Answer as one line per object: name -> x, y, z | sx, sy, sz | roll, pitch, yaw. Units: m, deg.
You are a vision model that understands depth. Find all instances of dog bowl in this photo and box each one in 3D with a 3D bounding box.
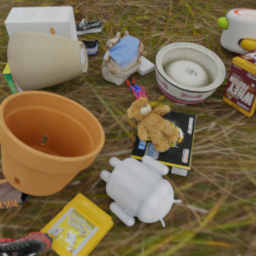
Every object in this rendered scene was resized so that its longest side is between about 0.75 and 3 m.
dog bowl -> 2.463, -2.232, 11.693 | 2.896, 1.068, 2.896 | 4, 54, -5

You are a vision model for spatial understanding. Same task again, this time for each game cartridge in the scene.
game cartridge -> -1.430, 2.809, 7.854 | 1.443, 0.266, 1.637 | 30, 55, 24

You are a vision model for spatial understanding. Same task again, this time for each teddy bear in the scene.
teddy bear -> 0.835, -0.124, 8.954 | 1.373, 0.632, 1.893 | -23, 93, -2

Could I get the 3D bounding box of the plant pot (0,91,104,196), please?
plant pot -> -2.433, 0.571, 8.226 | 2.920, 2.044, 2.920 | 22, 31, -14

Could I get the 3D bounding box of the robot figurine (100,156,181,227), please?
robot figurine -> 0.307, 1.781, 8.060 | 2.339, 1.321, 1.984 | 31, 86, 25

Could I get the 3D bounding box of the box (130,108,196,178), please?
box -> 1.288, 0.410, 9.829 | 1.959, 0.605, 2.453 | 10, 49, 11

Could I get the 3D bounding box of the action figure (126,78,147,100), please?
action figure -> 0.400, -1.561, 11.809 | 0.484, 0.382, 1.479 | -18, 53, -19

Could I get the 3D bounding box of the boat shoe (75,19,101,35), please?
boat shoe -> -2.366, -5.510, 15.209 | 1.835, 0.627, 0.677 | -5, 48, -5

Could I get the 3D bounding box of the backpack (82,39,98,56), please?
backpack -> -1.868, -3.922, 13.753 | 0.839, 0.646, 0.799 | -4, 38, 1

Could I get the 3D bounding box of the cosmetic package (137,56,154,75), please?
cosmetic package -> 0.646, -2.911, 13.086 | 0.739, 0.253, 0.981 | -28, 53, -23

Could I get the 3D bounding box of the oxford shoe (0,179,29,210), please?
oxford shoe -> -3.589, 2.021, 8.222 | 2.334, 0.832, 0.851 | -35, 61, -28

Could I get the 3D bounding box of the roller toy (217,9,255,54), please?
roller toy -> 5.773, -4.538, 13.475 | 2.336, 1.790, 2.561 | -18, 41, -28

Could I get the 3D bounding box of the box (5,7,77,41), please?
box -> -3.897, -4.318, 13.106 | 2.768, 2.108, 1.472 | -1, 48, -1

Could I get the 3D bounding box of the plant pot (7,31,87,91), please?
plant pot -> -3.021, -2.735, 11.251 | 2.548, 2.386, 2.386 | -2, 47, 9

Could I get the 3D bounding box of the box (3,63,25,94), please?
box -> -4.514, -2.496, 11.952 | 0.561, 1.361, 2.319 | -5, 48, 2

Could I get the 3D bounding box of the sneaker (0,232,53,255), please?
sneaker -> -2.759, 3.106, 7.072 | 1.670, 0.590, 0.816 | -11, 5, 2

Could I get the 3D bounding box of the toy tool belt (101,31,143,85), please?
toy tool belt -> -0.166, -3.322, 12.255 | 1.704, 1.677, 2.729 | 23, 61, 21

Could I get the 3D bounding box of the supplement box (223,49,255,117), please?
supplement box -> 5.067, -1.876, 10.892 | 2.039, 2.011, 1.354 | -26, 49, -22
